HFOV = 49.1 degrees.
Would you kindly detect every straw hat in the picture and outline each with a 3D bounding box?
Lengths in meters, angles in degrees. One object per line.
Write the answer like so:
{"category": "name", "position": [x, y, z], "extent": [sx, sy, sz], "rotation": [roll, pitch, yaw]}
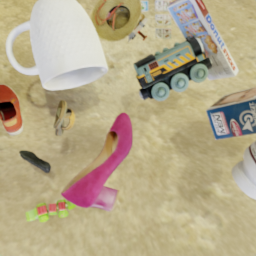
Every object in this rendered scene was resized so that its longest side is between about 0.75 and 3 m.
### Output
{"category": "straw hat", "position": [-0.240, -3.579, 9.234], "extent": [1.894, 0.802, 1.894], "rotation": [-3, 83, 27]}

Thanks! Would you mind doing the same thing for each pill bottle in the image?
{"category": "pill bottle", "position": [3.061, 0.538, 5.493], "extent": [1.116, 1.975, 1.116], "rotation": [25, 36, -19]}

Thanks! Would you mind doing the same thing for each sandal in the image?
{"category": "sandal", "position": [-1.574, -0.186, 7.012], "extent": [0.473, 1.751, 0.703], "rotation": [11, 72, -10]}

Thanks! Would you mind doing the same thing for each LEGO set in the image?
{"category": "LEGO set", "position": [0.611, -3.793, 9.986], "extent": [1.831, 0.449, 1.368], "rotation": [-1, 92, 1]}

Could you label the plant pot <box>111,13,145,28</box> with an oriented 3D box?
{"category": "plant pot", "position": [-0.108, -3.878, 10.349], "extent": [1.509, 1.509, 0.207], "rotation": [-9, 88, -6]}

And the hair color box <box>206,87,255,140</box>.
{"category": "hair color box", "position": [3.613, -0.573, 6.850], "extent": [2.953, 0.894, 1.477], "rotation": [-14, 12, 41]}

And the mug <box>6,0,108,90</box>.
{"category": "mug", "position": [-2.242, -2.504, 8.413], "extent": [2.737, 2.021, 2.400], "rotation": [-17, 87, -8]}

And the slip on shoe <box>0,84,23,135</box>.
{"category": "slip on shoe", "position": [-4.594, -0.859, 10.584], "extent": [0.936, 0.773, 2.528], "rotation": [-23, 56, -13]}

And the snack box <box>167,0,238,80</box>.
{"category": "snack box", "position": [2.385, -2.778, 8.856], "extent": [0.355, 2.921, 1.050], "rotation": [-50, 27, -23]}

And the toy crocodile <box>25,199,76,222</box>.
{"category": "toy crocodile", "position": [-1.947, 2.075, 7.116], "extent": [1.277, 0.394, 0.431], "rotation": [-10, 58, -13]}

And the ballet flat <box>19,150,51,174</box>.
{"category": "ballet flat", "position": [-2.585, 0.925, 7.669], "extent": [1.071, 0.304, 0.356], "rotation": [27, 30, 17]}

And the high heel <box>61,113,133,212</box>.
{"category": "high heel", "position": [-0.697, 0.619, 6.778], "extent": [1.262, 0.886, 2.631], "rotation": [25, 67, -25]}

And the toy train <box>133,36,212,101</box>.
{"category": "toy train", "position": [1.352, -1.821, 8.747], "extent": [2.479, 1.413, 1.057], "rotation": [-26, 17, 3]}
